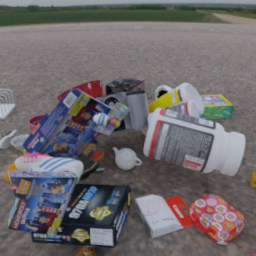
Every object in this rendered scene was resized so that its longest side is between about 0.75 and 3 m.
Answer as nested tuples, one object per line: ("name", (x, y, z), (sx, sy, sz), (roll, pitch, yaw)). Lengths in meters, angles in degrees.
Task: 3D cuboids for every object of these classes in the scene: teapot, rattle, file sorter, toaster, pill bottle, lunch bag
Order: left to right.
("file sorter", (-6.953, -1.280, 14.918), (1.165, 1.045, 1.679), (-1, 29, 0))
("rattle", (-2.611, 1.534, 10.425), (2.998, 2.142, 1.952), (2, 39, -49))
("toaster", (-0.553, -0.624, 11.306), (2.382, 1.563, 2.634), (-8, 6, 24))
("teapot", (-0.050, 1.120, 10.554), (0.894, 0.653, 0.882), (-13, 62, -15))
("pill bottle", (1.741, -0.656, 12.127), (2.765, 1.510, 1.510), (-30, 11, 35))
("pill bottle", (1.720, -0.342, 10.704), (1.778, 1.030, 1.030), (-14, 21, 27))
("pill bottle", (2.136, 0.508, 9.293), (2.966, 1.718, 1.718), (16, 31, 9))
("lunch bag", (2.513, 2.644, 8.164), (1.262, 0.587, 1.433), (-17, 35, -29))

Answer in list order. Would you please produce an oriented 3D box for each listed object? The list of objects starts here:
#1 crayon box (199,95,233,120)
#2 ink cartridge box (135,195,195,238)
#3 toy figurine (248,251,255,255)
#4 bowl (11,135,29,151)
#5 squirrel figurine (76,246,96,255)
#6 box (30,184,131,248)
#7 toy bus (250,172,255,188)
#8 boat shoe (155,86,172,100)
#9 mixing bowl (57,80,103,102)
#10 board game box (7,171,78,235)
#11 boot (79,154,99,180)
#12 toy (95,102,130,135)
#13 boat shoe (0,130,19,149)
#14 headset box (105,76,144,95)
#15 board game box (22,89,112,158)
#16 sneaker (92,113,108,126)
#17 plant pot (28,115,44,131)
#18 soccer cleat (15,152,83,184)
("crayon box", (4.007, -1.105, 14.881), (2.572, 0.749, 1.528), (-4, 29, -7))
("ink cartridge box", (1.176, 2.548, 8.595), (1.607, 0.459, 1.306), (-13, 32, -16))
("toy figurine", (3.411, 3.296, 6.811), (1.583, 1.188, 1.457), (-25, -5, 25))
("bowl", (-4.464, 0.699, 11.914), (0.928, 0.436, 0.928), (0, 28, 0))
("squirrel figurine", (-1.060, 3.064, 7.218), (0.589, 0.777, 0.832), (3, 29, 5))
("box", (-1.119, 2.308, 7.824), (2.107, 0.610, 2.651), (0, 9, 9))
("toy bus", (4.945, 1.894, 9.619), (1.306, 0.511, 0.425), (10, 28, 19))
("boat shoe", (2.017, -1.845, 15.638), (1.093, 0.971, 2.972), (-36, 27, 11))
("mixing bowl", (-2.093, -1.277, 13.443), (2.288, 1.239, 2.288), (-23, -1, 0))
("board game box", (-2.023, 1.503, 6.100), (1.418, 1.418, 0.437), (23, -2, -30))
("boot", (-1.396, 1.193, 8.603), (0.657, 0.368, 0.951), (35, 24, 14))
("toy", (-0.459, -0.223, 9.445), (0.722, 1.253, 0.296), (21, 22, -48))
("boat shoe", (-5.320, 0.507, 12.261), (0.452, 0.502, 1.421), (3, 21, 5))
("headset box", (-0.111, -2.448, 17.250), (1.644, 0.853, 2.210), (16, 34, 27))
("board game box", (-1.713, 0.077, 9.461), (0.790, 2.562, 2.561), (43, 8, 30))
("sneaker", (-0.881, -0.276, 8.462), (0.436, 0.392, 1.059), (13, -1, -12))
("plant pot", (-3.773, 0.083, 12.437), (1.132, 1.013, 1.132), (-1, 29, 0))
("soccer cleat", (-2.277, 1.193, 7.791), (2.027, 0.708, 0.875), (0, 51, 8))
